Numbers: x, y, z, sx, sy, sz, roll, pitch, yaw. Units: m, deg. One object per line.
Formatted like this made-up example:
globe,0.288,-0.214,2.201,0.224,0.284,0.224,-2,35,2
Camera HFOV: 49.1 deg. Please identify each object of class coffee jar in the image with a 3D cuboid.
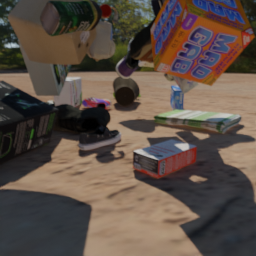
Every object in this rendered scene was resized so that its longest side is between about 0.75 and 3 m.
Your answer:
coffee jar,-0.814,-1.641,4.155,0.893,0.381,0.465,-30,-5,-44

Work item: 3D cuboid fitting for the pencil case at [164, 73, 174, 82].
pencil case,1.960,-2.357,11.037,0.705,0.613,1.576,9,-14,-11

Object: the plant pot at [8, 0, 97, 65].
plant pot,-1.792,-2.670,7.463,1.511,1.705,1.707,22,-22,9

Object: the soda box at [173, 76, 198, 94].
soda box,1.934,-1.775,9.443,0.640,0.689,2.019,-33,-12,8

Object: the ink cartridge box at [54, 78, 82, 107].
ink cartridge box,-3.168,-1.868,14.918,0.858,1.479,2.043,2,14,8

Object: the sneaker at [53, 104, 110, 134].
sneaker,-1.905,-0.264,9.950,2.494,0.947,1.132,-3,24,3

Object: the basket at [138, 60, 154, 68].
basket,1.094,-3.066,10.816,1.110,1.380,1.368,7,3,-7

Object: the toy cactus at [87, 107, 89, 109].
toy cactus,-1.610,-0.446,11.267,1.419,0.726,1.171,-2,2,27

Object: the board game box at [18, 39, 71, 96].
board game box,-2.948,-2.952,10.712,0.957,2.197,2.978,0,42,4

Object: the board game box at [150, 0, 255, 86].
board game box,1.634,-2.291,6.720,1.624,1.622,1.623,12,52,-17

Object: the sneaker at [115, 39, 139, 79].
sneaker,0.519,-3.662,13.500,1.097,2.897,1.269,33,-31,-16

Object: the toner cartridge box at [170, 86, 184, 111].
toner cartridge box,2.506,-1.543,14.481,0.491,1.081,2.277,0,14,4

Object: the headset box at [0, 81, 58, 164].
headset box,-3.629,-0.276,7.803,2.288,1.219,2.628,26,23,15

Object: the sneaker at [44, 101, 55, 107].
sneaker,-3.585,-0.649,11.594,1.151,0.846,2.544,-7,12,-14

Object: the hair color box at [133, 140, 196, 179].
hair color box,0.911,0.713,6.847,1.483,0.474,0.822,-11,18,-42

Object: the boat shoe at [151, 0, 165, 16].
boat shoe,1.577,-3.459,9.235,0.840,2.250,1.043,-43,34,-20

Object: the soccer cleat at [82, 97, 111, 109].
soccer cleat,-1.697,-1.223,14.396,1.636,0.558,0.599,6,23,18

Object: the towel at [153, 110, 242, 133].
towel,2.782,-0.325,11.282,2.914,0.447,2.174,8,14,37

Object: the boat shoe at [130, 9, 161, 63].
boat shoe,1.211,-2.888,8.482,1.032,1.057,2.795,22,-30,-31

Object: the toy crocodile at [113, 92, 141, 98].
toy crocodile,-0.097,-2.110,17.964,1.851,0.571,0.625,9,16,16

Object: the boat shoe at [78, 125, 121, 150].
boat shoe,-0.840,0.208,8.620,0.597,0.565,1.707,13,19,41

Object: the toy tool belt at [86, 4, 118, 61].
toy tool belt,-1.207,-4.089,12.265,1.404,2.248,1.382,3,9,-16

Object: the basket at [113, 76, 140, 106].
basket,-0.134,-2.005,15.845,1.758,1.326,1.950,36,18,-12
